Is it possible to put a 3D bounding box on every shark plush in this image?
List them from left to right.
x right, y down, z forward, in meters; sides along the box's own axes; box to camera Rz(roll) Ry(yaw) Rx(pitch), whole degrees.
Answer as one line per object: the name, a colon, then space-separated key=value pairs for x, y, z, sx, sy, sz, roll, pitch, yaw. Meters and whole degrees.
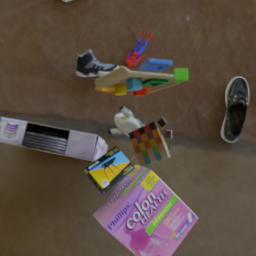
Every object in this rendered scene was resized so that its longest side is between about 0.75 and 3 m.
shark plush: x=0.406 y=-0.001 z=8.436 sx=2.048 sy=0.853 sz=0.931 roll=18 pitch=95 yaw=25

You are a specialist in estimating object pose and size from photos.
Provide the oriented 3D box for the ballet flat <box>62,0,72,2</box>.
ballet flat: x=-1.425 y=-5.573 z=9.905 sx=2.705 sy=0.971 sz=0.971 roll=-37 pitch=81 yaw=-6

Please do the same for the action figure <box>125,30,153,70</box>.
action figure: x=0.322 y=-2.598 z=9.595 sx=0.483 sy=0.382 sz=1.476 roll=30 pitch=85 yaw=11

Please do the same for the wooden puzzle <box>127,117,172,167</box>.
wooden puzzle: x=0.569 y=0.450 z=7.654 sx=0.123 sy=1.750 sz=1.038 roll=-17 pitch=84 yaw=-48

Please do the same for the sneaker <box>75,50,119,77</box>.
sneaker: x=-1.038 y=-2.144 z=9.188 sx=1.439 sy=0.543 sz=0.819 roll=-5 pitch=118 yaw=0

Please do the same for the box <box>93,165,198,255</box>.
box: x=0.447 y=2.178 z=6.864 sx=1.895 sy=0.916 sz=1.667 roll=47 pitch=75 yaw=-16

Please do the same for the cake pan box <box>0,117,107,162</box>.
cake pan box: x=-1.914 y=0.414 z=7.818 sx=2.478 sy=2.691 sz=0.704 roll=9 pitch=81 yaw=1

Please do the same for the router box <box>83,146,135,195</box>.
router box: x=-0.412 y=0.943 z=6.313 sx=0.953 sy=0.243 sz=0.711 roll=-35 pitch=78 yaw=-35

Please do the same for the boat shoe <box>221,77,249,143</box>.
boat shoe: x=3.497 y=-0.655 z=9.011 sx=0.791 sy=0.749 sz=2.261 roll=17 pitch=80 yaw=3

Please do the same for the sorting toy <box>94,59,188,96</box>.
sorting toy: x=0.194 y=-0.989 z=6.609 sx=1.585 sy=2.816 sz=0.384 roll=3 pitch=84 yaw=-31
